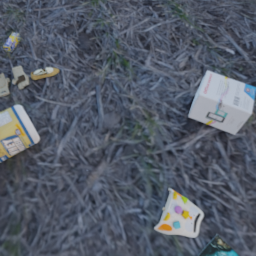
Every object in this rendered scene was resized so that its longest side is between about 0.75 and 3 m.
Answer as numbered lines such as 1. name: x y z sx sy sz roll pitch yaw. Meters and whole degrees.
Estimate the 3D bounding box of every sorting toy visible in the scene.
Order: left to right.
1. sorting toy: 1.886 3.025 9.660 1.408 0.836 1.564 29 60 -5

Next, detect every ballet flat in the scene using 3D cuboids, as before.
1. ballet flat: -3.976 -2.639 13.363 1.349 0.425 0.463 -22 60 -14

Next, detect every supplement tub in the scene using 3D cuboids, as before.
1. supplement tub: -4.805 0.329 10.704 2.330 1.686 1.686 -30 62 -17

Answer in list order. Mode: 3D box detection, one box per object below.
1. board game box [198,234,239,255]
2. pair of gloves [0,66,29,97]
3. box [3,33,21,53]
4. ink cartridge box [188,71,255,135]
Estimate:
1. board game box: 2.736 4.434 8.934 1.704 0.240 1.152 -38 65 -21
2. pair of gloves: -5.484 -2.168 13.161 1.551 0.272 1.319 -29 65 -15
3. box: -6.032 -4.448 14.566 0.387 0.355 1.105 12 59 8
4. ink cartridge box: 3.817 -1.038 11.526 2.087 1.524 1.531 22 56 7
